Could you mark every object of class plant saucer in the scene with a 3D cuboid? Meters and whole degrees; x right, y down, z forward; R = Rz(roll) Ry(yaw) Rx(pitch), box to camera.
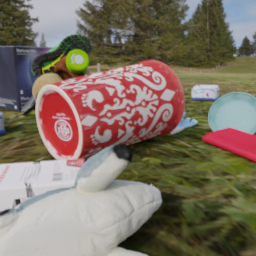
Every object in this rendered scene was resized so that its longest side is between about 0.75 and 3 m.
[{"bbox_3d":[2.848,-0.284,7.450,1.374,1.374,0.247,9,-16,32],"label":"plant saucer"}]

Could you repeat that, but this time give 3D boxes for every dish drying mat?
[{"bbox_3d":[2.808,0.476,6.051,1.012,0.240,2.635,-10,18,-22],"label":"dish drying mat"}]

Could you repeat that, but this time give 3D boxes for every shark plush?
[{"bbox_3d":[-0.870,1.191,2.796,2.749,1.249,1.145,-25,-1,-14],"label":"shark plush"}]

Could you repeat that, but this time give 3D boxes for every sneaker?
[{"bbox_3d":[-2.717,-2.900,11.269,2.690,1.049,1.146,-32,16,-19],"label":"sneaker"}]

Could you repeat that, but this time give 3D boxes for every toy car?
[{"bbox_3d":[-2.553,-1.177,10.222,2.821,2.226,2.318,-33,5,-18],"label":"toy car"}]

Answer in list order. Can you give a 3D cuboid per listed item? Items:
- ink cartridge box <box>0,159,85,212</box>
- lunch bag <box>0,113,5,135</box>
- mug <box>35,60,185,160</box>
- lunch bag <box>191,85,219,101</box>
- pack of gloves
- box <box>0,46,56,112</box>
[{"bbox_3d":[-1.203,0.842,3.887,1.252,0.519,0.919,-3,14,-11],"label":"ink cartridge box"},{"bbox_3d":[-4.435,-0.121,7.589,1.901,0.718,1.523,9,18,31],"label":"lunch bag"},{"bbox_3d":[-0.506,-0.232,6.424,2.902,1.936,2.576,-20,-15,-44],"label":"mug"},{"bbox_3d":[4.120,-1.900,15.088,1.496,0.705,1.867,2,14,18],"label":"lunch bag"},{"bbox_3d":[1.118,-0.280,8.893,1.728,0.406,2.057,11,17,36],"label":"pack of gloves"},{"bbox_3d":[-4.170,-2.203,12.197,1.609,2.591,2.612,10,17,35],"label":"box"}]
